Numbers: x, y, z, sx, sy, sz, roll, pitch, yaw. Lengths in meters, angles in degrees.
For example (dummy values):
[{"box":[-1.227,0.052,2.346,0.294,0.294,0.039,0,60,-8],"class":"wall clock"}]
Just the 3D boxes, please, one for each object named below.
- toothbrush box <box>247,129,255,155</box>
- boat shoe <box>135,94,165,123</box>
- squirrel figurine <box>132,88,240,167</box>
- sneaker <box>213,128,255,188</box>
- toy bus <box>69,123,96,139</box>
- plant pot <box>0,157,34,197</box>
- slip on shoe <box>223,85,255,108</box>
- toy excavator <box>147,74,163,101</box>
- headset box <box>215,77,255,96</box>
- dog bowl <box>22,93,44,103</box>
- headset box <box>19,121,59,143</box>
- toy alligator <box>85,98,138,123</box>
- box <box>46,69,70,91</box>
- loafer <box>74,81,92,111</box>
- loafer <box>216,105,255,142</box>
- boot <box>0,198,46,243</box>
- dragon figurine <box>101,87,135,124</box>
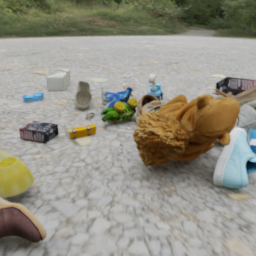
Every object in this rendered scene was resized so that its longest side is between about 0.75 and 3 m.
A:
[{"box":[3.852,0.601,7.172,1.485,0.634,1.087,10,25,19],"class":"toothbrush box"},{"box":[0.796,-0.312,8.808,1.117,1.059,2.951,-5,23,-11],"class":"boat shoe"},{"box":[1.313,0.091,6.339,2.414,1.709,2.253,-24,1,-17],"class":"squirrel figurine"},{"box":[2.706,0.742,6.688,0.858,0.774,2.093,14,40,27],"class":"sneaker"},{"box":[-1.435,0.092,8.772,0.860,0.280,0.336,-13,36,-24],"class":"toy bus"},{"box":[-2.367,0.927,5.669,0.790,0.561,0.790,-5,25,2],"class":"plant pot"},{"box":[3.331,-0.812,9.131,2.264,0.686,0.861,-16,2,16],"class":"slip on shoe"},{"box":[1.105,-1.738,11.996,0.635,1.272,1.237,7,23,18],"class":"toy excavator"},{"box":[4.743,-1.725,12.133,1.527,0.590,1.136,4,-5,-6],"class":"headset box"},{"box":[-4.176,-1.328,12.359,0.967,0.240,0.539,-19,29,-39],"class":"dog bowl"},{"box":[-2.792,0.109,8.676,1.002,0.387,0.746,7,22,17],"class":"headset box"},{"box":[-0.402,-0.457,9.657,2.306,0.764,0.554,-21,67,-35],"class":"toy alligator"},{"box":[-3.593,-2.530,14.635,0.864,0.719,2.103,-1,22,-3],"class":"box"},{"box":[-1.888,-1.255,11.683,0.708,0.639,1.871,11,37,-12],"class":"loafer"},{"box":[3.487,-0.210,8.605,2.865,1.000,1.002,-11,23,-27],"class":"loafer"},{"box":[-2.273,1.709,4.302,1.634,0.591,1.359,24,42,15],"class":"boot"},{"box":[-0.338,-1.043,10.874,1.400,0.829,2.816,-3,21,-5],"class":"dragon figurine"}]
